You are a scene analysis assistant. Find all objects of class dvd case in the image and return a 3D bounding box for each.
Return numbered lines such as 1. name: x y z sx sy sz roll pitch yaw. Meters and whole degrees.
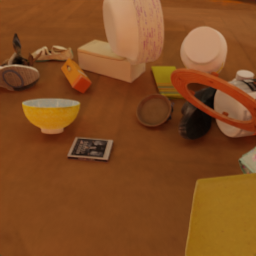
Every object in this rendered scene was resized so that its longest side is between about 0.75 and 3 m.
1. dvd case: -1.060 0.616 8.004 1.144 0.141 0.860 5 37 5

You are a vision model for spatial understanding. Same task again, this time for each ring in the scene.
1. ring: 2.212 -0.680 6.787 2.656 2.656 0.255 29 85 33

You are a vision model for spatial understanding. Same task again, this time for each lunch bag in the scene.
1. lunch bag: 3.130 0.923 6.136 1.031 1.210 0.738 -32 0 -4

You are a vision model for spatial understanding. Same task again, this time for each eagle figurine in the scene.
1. eagle figurine: -4.734 -2.989 11.988 1.981 1.495 1.503 36 59 24

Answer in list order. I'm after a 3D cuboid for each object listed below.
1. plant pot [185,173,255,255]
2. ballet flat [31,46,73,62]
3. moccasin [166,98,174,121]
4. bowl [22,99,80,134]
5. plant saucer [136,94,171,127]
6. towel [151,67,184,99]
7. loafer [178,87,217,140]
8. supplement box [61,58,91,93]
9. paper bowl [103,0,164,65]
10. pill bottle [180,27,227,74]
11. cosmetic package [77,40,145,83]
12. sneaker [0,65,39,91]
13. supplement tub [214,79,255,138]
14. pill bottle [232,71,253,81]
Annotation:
1. plant pot: 2.351 1.937 2.699 2.694 2.633 2.616 -27 29 40
2. ballet flat: -3.632 -3.517 13.109 2.115 0.659 0.713 -1 38 0
3. moccasin: 1.357 -0.586 9.432 0.362 0.427 1.061 1 48 15
4. bowl: -2.303 -0.329 8.489 1.663 0.895 1.663 2 14 0
5. plant saucer: 0.827 -0.556 9.012 1.165 0.172 1.165 -8 65 18
6. towel: 1.633 -1.859 11.296 1.114 0.234 2.589 0 36 -5
7. loafer: 2.155 -0.463 8.960 0.986 0.993 2.729 -2 26 38
8. supplement box: -2.076 -2.081 11.058 0.600 0.580 1.743 28 18 -44
9. paper bowl: 0.050 -3.690 9.873 1.514 2.912 2.912 -13 39 -12
10. pill bottle: 2.768 -2.699 10.245 1.593 1.593 2.862 12 6 15
11. cosmetic package: -0.703 -2.908 12.031 2.644 0.966 1.369 18 40 23
12. sneaker: -4.890 -2.044 10.886 2.820 1.051 1.228 -5 32 -8
13. supplement tub: 4.185 -0.692 8.462 2.738 1.677 1.677 -9 38 -10
14. pill bottle: 3.836 -1.265 9.563 0.722 1.286 0.722 -1 37 1
